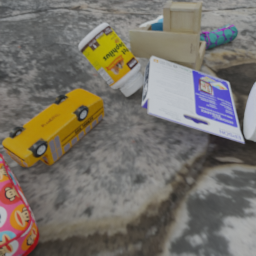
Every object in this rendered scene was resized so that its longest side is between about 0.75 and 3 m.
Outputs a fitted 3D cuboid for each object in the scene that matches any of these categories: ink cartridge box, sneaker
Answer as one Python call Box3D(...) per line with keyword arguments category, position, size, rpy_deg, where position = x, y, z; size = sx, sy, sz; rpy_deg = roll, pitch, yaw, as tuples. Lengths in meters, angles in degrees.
Box3D(category="ink cartridge box", position=(1.837, -0.786, 8.376), size=(2.839, 0.622, 2.866), rpy_deg=(17, 43, -8))
Box3D(category="sneaker", position=(1.503, -4.229, 12.032), size=(2.942, 1.126, 1.188), rpy_deg=(-21, 43, -29))

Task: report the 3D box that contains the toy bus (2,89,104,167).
Box3D(category="toy bus", position=(-1.925, 0.005, 7.770), size=(0.945, 1.137, 2.904), rpy_deg=(28, 52, 22))

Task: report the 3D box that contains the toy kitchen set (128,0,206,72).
Box3D(category="toy kitchen set", position=(1.507, -3.313, 9.904), size=(2.225, 2.727, 2.460), rpy_deg=(10, 46, 18))

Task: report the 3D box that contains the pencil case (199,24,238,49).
Box3D(category="pencil case", position=(3.750, -3.850, 11.769), size=(1.699, 0.785, 0.723), rpy_deg=(-24, 47, -21))

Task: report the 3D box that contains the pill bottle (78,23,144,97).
Box3D(category="pill bottle", position=(-0.456, -2.150, 9.151), size=(2.262, 1.236, 1.236), rpy_deg=(49, 51, -14))

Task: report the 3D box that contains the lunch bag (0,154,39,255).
Box3D(category="lunch bag", position=(-3.366, 1.911, 5.973), size=(2.274, 1.058, 2.582), rpy_deg=(-25, 51, -23))

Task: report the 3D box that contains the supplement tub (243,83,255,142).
Box3D(category="supplement tub", position=(4.723, -0.268, 7.464), size=(2.716, 1.975, 1.975), rpy_deg=(10, 47, 10))
